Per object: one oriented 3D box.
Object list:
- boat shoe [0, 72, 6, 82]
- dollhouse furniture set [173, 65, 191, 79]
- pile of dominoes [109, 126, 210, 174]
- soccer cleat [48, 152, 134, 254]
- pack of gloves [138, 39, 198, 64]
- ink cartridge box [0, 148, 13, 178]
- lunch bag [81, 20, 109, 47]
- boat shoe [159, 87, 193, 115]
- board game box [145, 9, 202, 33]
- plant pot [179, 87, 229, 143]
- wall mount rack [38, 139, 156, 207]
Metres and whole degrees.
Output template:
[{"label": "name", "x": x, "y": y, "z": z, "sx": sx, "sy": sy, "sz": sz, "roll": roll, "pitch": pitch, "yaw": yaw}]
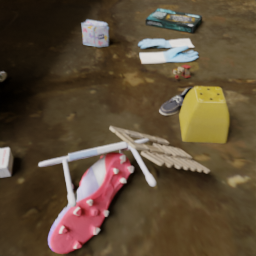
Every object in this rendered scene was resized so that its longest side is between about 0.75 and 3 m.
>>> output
[{"label": "boat shoe", "x": -4.760, "y": -1.825, "z": 10.315, "sx": 0.276, "sy": 0.304, "sz": 0.826, "roll": -14, "pitch": 31, "yaw": 39}, {"label": "dollhouse furniture set", "x": 1.978, "y": -2.086, "z": 10.550, "sx": 0.765, "sy": 0.411, "sz": 0.311, "roll": -18, "pitch": 35, "yaw": -23}, {"label": "pile of dominoes", "x": 0.737, "y": 0.650, "z": 6.653, "sx": 2.161, "sy": 0.344, "sz": 1.685, "roll": 14, "pitch": 17, "yaw": -41}, {"label": "soccer cleat", "x": -0.881, "y": 1.583, "z": 6.344, "sx": 1.020, "sy": 0.890, "sz": 2.668, "roll": -7, "pitch": 36, "yaw": 46}, {"label": "pack of gloves", "x": 1.719, "y": -3.543, "z": 12.178, "sx": 2.519, "sy": 0.497, "sz": 2.117, "roll": -3, "pitch": 43, "yaw": -4}, {"label": "ink cartridge box", "x": -3.524, "y": 0.948, "z": 7.215, "sx": 0.974, "sy": 0.412, "sz": 0.704, "roll": -9, "pitch": 43, "yaw": -8}, {"label": "lunch bag", "x": -1.433, "y": -4.199, "z": 12.524, "sx": 1.166, "sy": 0.989, "sz": 0.741, "roll": 14, "pitch": 41, "yaw": 13}, {"label": "boat shoe", "x": 1.625, "y": -0.912, "z": 9.238, "sx": 1.509, "sy": 0.473, "sz": 0.548, "roll": -29, "pitch": 52, "yaw": -27}, {"label": "board game box", "x": 2.393, "y": -5.590, "z": 14.557, "sx": 2.532, "sy": 0.357, "sz": 1.713, "roll": 18, "pitch": 45, "yaw": 20}, {"label": "plant pot", "x": 2.234, "y": -0.469, "z": 8.133, "sx": 1.279, "sy": 1.309, "sz": 1.271, "roll": 1, "pitch": 42, "yaw": 3}, {"label": "wall mount rack", "x": -0.569, "y": 0.894, "z": 6.094, "sx": 2.594, "sy": 2.254, "sz": 0.967, "roll": -13, "pitch": 86, "yaw": -13}]
